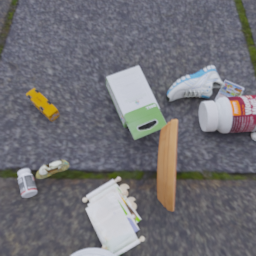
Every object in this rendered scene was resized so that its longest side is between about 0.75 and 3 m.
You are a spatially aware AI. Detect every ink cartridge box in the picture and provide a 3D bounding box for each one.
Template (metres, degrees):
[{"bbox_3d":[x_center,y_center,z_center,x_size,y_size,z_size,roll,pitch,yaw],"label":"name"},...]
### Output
[{"bbox_3d":[0.291,-0.934,11.221,1.465,0.837,2.821,-21,76,-11],"label":"ink cartridge box"}]

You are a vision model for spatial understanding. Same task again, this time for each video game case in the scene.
[{"bbox_3d":[4.340,-1.414,11.996,0.897,0.113,1.253,27,66,14],"label":"video game case"}]

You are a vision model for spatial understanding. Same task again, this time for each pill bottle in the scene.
[{"bbox_3d":[-3.616,1.962,9.986,0.542,0.542,0.935,-20,64,-10],"label":"pill bottle"},{"bbox_3d":[4.150,-0.516,10.797,2.562,1.403,1.403,-4,62,-2],"label":"pill bottle"}]

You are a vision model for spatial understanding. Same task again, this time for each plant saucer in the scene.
[{"bbox_3d":[1.278,1.160,8.976,0.542,2.894,2.894,2,62,11],"label":"plant saucer"}]

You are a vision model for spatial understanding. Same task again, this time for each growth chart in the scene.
[{"bbox_3d":[-0.474,3.047,9.597,1.805,0.221,2.494,-21,64,-11],"label":"growth chart"}]

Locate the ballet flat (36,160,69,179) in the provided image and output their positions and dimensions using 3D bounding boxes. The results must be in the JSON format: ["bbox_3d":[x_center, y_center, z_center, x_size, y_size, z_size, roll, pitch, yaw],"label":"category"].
[{"bbox_3d":[-2.715,1.411,9.755,1.324,0.468,0.468,-18,63,10],"label":"ballet flat"}]

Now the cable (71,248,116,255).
[{"bbox_3d":[-1.056,4.816,8.261,2.373,0.821,2.372,38,75,18],"label":"cable"}]

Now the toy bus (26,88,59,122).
[{"bbox_3d":[-3.509,-0.961,11.484,1.505,0.589,0.490,40,71,19],"label":"toy bus"}]

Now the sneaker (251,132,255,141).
[{"bbox_3d":[5.372,0.357,10.881,1.122,0.452,0.429,14,65,9],"label":"sneaker"}]

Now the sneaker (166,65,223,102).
[{"bbox_3d":[2.840,-1.634,11.662,2.668,1.000,1.156,-27,71,-13],"label":"sneaker"}]
